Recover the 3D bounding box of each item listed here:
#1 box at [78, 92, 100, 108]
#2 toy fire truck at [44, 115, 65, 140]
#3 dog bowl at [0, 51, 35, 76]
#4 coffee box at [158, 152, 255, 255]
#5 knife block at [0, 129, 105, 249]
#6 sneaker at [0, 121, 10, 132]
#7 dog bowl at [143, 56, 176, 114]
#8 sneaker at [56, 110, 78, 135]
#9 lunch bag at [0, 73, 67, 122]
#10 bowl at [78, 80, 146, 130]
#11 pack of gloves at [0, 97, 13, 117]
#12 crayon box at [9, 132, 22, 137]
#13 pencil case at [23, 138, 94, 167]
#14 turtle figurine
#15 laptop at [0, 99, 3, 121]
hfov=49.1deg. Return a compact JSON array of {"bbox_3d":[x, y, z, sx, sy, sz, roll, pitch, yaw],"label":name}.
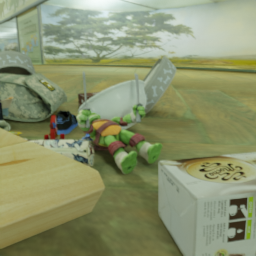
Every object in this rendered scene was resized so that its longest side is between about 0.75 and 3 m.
[{"bbox_3d":[-1.015,-1.113,11.547,1.939,0.727,0.971,-5,14,-21],"label":"box"},{"bbox_3d":[-1.875,0.171,7.015,0.516,0.772,0.919,-3,23,-9],"label":"toy fire truck"},{"bbox_3d":[-4.779,-2.040,11.283,2.206,2.206,0.647,-9,59,-29],"label":"dog bowl"},{"bbox_3d":[1.736,0.981,3.845,2.365,0.944,1.337,-3,12,-11],"label":"coffee box"},{"bbox_3d":[-1.934,1.124,3.095,2.744,0.878,2.408,24,51,-3],"label":"knife block"},{"bbox_3d":[-3.416,0.297,5.508,1.102,0.956,2.487,-31,2,32],"label":"sneaker"},{"bbox_3d":[0.902,-1.556,10.609,0.719,2.453,2.453,35,15,-7],"label":"dog bowl"},{"bbox_3d":[-1.958,-0.301,8.962,0.570,0.634,1.627,-1,16,-1],"label":"sneaker"},{"bbox_3d":[-3.765,-1.175,10.351,2.724,1.601,2.234,5,17,-2],"label":"lunch bag"},{"bbox_3d":[-0.288,-0.456,8.173,2.145,0.964,2.145,-25,-9,-4],"label":"bowl"},{"bbox_3d":[-4.418,-0.547,8.376,1.653,0.388,1.967,-18,-7,-31],"label":"pack of gloves"},{"bbox_3d":[-3.402,0.239,7.764,0.786,0.200,0.499,4,11,22],"label":"crayon box"},{"bbox_3d":[-1.543,0.526,6.004,1.600,0.623,0.716,0,-26,-2],"label":"pencil case"},{"bbox_3d":[-0.245,-0.169,6.267,2.111,2.177,1.566,42,12,36],"label":"turtle figurine"},{"bbox_3d":[-3.956,-0.412,6.723,1.634,1.844,0.952,-7,-8,-16],"label":"laptop"}]
